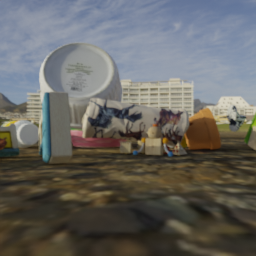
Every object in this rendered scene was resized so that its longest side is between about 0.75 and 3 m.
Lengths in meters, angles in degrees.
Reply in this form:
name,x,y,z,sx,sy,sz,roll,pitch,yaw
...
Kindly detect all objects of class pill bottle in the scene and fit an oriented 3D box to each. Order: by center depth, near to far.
name,x,y,z,sx,sy,sz,roll,pitch,yaw
pill bottle,-3.610,0.207,9.374,0.917,0.917,1.627,0,0,-42
pill bottle,1.672,0.361,9.394,1.156,0.603,0.603,0,0,-21

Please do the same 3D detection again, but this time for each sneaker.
name,x,y,z,sx,sy,sz,roll,pitch,yaw
sneaker,3.259,-0.363,8.364,0.559,0.859,0.343,-31,23,-29

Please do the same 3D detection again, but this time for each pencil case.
name,x,y,z,sx,sy,sz,roll,pitch,yaw
pencil case,0.135,-0.131,7.638,2.839,1.104,1.270,6,-12,-5

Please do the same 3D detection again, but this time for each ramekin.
name,x,y,z,sx,sy,sz,roll,pitch,yaw
ramekin,-1.521,-1.454,9.044,2.734,2.734,1.435,0,-26,-5

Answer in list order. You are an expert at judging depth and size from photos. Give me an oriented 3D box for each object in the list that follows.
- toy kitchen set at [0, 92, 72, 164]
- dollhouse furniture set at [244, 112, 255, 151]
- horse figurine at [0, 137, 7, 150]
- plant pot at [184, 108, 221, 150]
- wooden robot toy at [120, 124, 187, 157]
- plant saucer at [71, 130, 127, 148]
name,x,y,z,sx,sy,sz,roll,pitch,yaw
toy kitchen set,-2.171,0.267,5.635,1.698,1.248,2.119,0,-20,-22
dollhouse furniture set,4.395,0.453,7.872,1.446,1.117,2.893,7,18,-11
horse figurine,-2.952,0.434,5.059,1.230,0.463,1.856,0,0,-16
plant pot,2.177,0.121,8.555,0.895,1.279,1.279,-17,-2,7
wooden robot toy,0.614,0.289,6.918,1.664,0.755,0.733,0,1,25
plant saucer,-1.066,0.367,10.123,2.360,0.598,2.360,0,-1,0
